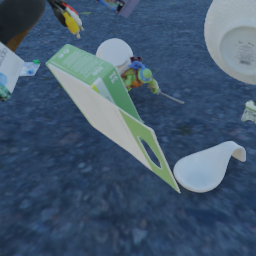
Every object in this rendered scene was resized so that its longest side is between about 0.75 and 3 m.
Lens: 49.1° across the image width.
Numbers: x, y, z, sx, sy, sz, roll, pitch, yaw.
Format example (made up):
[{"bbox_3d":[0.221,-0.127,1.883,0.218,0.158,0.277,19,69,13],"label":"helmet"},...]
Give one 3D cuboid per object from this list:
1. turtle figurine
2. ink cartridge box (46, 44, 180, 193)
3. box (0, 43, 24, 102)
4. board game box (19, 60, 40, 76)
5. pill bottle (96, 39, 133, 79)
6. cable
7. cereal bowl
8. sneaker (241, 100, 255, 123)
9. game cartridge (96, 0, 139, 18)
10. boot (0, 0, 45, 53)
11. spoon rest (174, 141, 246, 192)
[{"bbox_3d":[0.232,-1.221,10.033,1.710,2.376,2.304,-49,26,-14],"label":"turtle figurine"},{"bbox_3d":[-0.121,-0.236,5.324,2.920,2.125,0.700,32,72,38],"label":"ink cartridge box"},{"bbox_3d":[-2.977,-1.416,5.762,0.280,1.543,1.114,-16,53,32],"label":"box"},{"bbox_3d":[-5.066,-2.828,13.096,1.585,0.205,1.586,-3,33,-3],"label":"board game box"},{"bbox_3d":[-0.534,-2.530,10.635,1.339,1.339,2.569,-3,1,-4],"label":"pill bottle"},{"bbox_3d":[-2.379,-4.363,9.630,0.680,2.702,1.312,-15,63,12],"label":"cable"},{"bbox_3d":[2.854,-1.982,6.220,2.650,2.650,1.104,24,57,32],"label":"cereal bowl"},{"bbox_3d":[2.305,-0.077,4.550,0.990,0.439,0.381,31,21,17],"label":"sneaker"},{"bbox_3d":[-0.470,-4.278,8.704,1.704,1.104,0.327,25,42,-22],"label":"game cartridge"},{"bbox_3d":[-3.277,-2.699,7.826,0.958,2.603,0.982,39,-6,-5],"label":"boot"},{"bbox_3d":[2.123,0.879,6.999,2.259,0.685,1.122,-21,39,-30],"label":"spoon rest"}]
